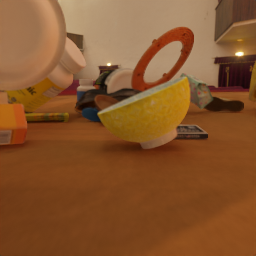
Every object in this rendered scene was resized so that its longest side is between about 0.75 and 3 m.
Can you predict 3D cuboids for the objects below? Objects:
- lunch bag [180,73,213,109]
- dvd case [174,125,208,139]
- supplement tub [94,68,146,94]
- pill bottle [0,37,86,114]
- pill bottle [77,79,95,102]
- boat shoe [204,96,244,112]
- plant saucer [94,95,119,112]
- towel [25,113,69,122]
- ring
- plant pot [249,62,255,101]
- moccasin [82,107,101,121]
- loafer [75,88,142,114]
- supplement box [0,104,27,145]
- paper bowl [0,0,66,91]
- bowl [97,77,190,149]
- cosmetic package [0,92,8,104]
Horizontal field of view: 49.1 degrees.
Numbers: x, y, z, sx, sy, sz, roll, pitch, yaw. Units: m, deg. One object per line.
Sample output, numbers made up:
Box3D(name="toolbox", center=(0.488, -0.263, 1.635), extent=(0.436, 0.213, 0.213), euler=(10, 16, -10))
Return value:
Box3D(name="lunch bag", center=(2.497, -1.466, 10.439), extent=(0.738, 1.210, 1.031), euler=(-40, 43, -2))
Box3D(name="dvd case", center=(1.223, 0.079, 6.301), extent=(0.860, 0.141, 1.144), euler=(0, 9, 2))
Box3D(name="supplement tub", center=(-0.420, -1.496, 11.225), extent=(1.677, 1.677, 2.738), euler=(-3, 10, -18))
Box3D(name="pill bottle", center=(-2.903, -1.770, 9.498), extent=(2.862, 1.593, 1.593), euler=(-31, 0, 16))
Box3D(name="pill bottle", center=(-1.607, -1.226, 10.798), extent=(0.722, 1.286, 0.722), euler=(0, 10, 0))
Box3D(name="boat shoe", center=(3.753, -0.930, 11.300), extent=(1.695, 0.612, 0.551), euler=(6, 3, 17))
Box3D(name="plant saucer", center=(-0.458, -0.529, 7.960), extent=(1.165, 0.172, 1.165), euler=(27, 26, -14))
Box3D(name="towel", center=(-3.134, -0.300, 8.557), extent=(2.589, 0.234, 1.114), euler=(-2, 6, -9))
Box3D(name="ring", center=(1.111, -2.184, 9.256), extent=(0.255, 2.656, 2.656), euler=(49, 33, 21))
Box3D(name="plant pot", center=(5.918, -2.619, 9.793), extent=(2.616, 2.633, 2.694), euler=(10, 53, 10))
Box3D(name="moccasin", center=(-0.862, -0.383, 8.483), extent=(1.061, 0.427, 0.362), euler=(13, 18, 3))
Box3D(name="loafer", center=(-0.488, -0.697, 9.281), extent=(2.729, 0.993, 0.986), euler=(2, 32, 27))
Box3D(name="supplement box", center=(-2.722, -0.032, 4.866), extent=(1.743, 0.580, 0.600), euler=(-2, -35, -32))
Box3D(name="paper bowl", center=(-2.936, -2.340, 6.638), extent=(2.912, 2.912, 1.514), euler=(-4, 13, -23))
Box3D(name="bowl", center=(0.392, -0.172, 4.915), extent=(1.663, 0.895, 1.663), euler=(-23, 9, 4))
Box3D(name="cosmetic package", center=(-4.122, -0.310, 6.084), extent=(1.369, 0.966, 2.644), euler=(4, 10, 23))
